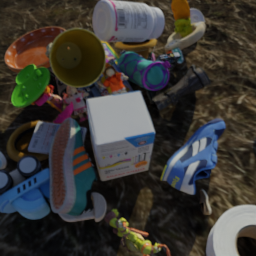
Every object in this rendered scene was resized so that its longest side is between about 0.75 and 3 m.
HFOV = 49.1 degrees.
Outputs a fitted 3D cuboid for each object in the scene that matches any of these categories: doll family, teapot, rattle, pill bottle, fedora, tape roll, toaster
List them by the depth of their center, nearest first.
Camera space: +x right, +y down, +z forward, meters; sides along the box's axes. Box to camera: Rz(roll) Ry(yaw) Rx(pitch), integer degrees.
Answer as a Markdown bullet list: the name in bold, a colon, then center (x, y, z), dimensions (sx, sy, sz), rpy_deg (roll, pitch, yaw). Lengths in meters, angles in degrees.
- **tape roll**: center (3.242, 3.209, 7.164), dimensions (2.325, 0.813, 2.325), rpy_deg (0, 50, 0)
- **fedora**: center (-3.042, 0.587, 9.343), dimensions (1.835, 0.748, 1.835), rpy_deg (0, 50, 0)
- **doll family**: center (-1.058, -1.392, 9.969), dimensions (2.588, 1.606, 1.166), rpy_deg (-21, 11, 22)
- **pill bottle**: center (0.058, -4.007, 10.652), dimensions (2.519, 1.428, 1.428), rpy_deg (-11, 49, -34)
- **toaster**: center (-2.926, -1.970, 11.049), dimensions (1.530, 1.383, 0.908), rpy_deg (33, 55, 23)
- **rattle**: center (2.109, -4.279, 12.380), dimensions (1.849, 2.029, 2.840), rpy_deg (25, 60, 38)
- **fedora**: center (0.365, -3.521, 12.545), dimensions (1.980, 0.807, 1.980), rpy_deg (-6, 33, 4)
- **teapot**: center (3.159, -5.280, 14.071), dimensions (1.240, 0.906, 1.224), rpy_deg (13, 75, -16)

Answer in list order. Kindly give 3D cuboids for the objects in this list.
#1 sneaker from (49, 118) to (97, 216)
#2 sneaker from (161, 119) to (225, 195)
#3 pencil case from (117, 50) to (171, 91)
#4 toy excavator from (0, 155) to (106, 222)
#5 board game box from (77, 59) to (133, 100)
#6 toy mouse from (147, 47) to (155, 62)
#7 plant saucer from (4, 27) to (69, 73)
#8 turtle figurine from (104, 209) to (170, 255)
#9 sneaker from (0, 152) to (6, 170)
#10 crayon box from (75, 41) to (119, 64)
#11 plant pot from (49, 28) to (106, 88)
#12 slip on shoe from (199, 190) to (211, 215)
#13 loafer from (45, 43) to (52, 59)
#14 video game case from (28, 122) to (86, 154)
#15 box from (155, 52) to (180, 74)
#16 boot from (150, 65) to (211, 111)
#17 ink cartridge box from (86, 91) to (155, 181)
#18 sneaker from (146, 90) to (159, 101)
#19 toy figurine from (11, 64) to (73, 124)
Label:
- **sneaker**: center (-1.534, 1.091, 8.050), dimensions (1.026, 1.148, 2.874), rpy_deg (-28, 52, 33)
- **sneaker**: center (2.332, 0.902, 8.929), dimensions (1.212, 1.090, 2.947), rpy_deg (36, 67, 25)
- **pencil case**: center (0.496, -2.226, 10.668), dimensions (1.203, 1.108, 2.604), rpy_deg (-44, 34, -2)
- **toy excavator**: center (-2.252, 2.046, 8.023), dimensions (2.525, 1.297, 2.597), rpy_deg (-30, 70, -21)
- **board game box**: center (-0.661, -1.432, 10.792), dimensions (1.843, 0.569, 1.844), rpy_deg (45, 69, 7)
- **toy mouse**: center (0.958, -2.822, 11.524), dimensions (0.222, 1.021, 1.148), rpy_deg (23, 8, -11)
- **plant saucer**: center (-3.401, -2.944, 10.658), dimensions (2.575, 0.416, 2.575), rpy_deg (-9, 50, 10)
- **turtle figurine**: center (0.138, 2.823, 7.142), dimensions (0.654, 2.032, 1.639), rpy_deg (-54, 34, -13)
- **sneaker**: center (-4.808, 0.883, 8.926), dimensions (1.844, 0.682, 0.756), rpy_deg (26, 22, 10)
- **crayon box**: center (-1.381, -3.070, 12.331), dimensions (1.450, 0.711, 2.442), rpy_deg (-23, 55, -17)
- **plant pot**: center (-1.732, -2.251, 8.868), dimensions (1.736, 1.736, 1.232), rpy_deg (-24, 28, -18)
- **slip on shoe**: center (2.240, 2.209, 8.337), dimensions (0.231, 0.290, 0.763), rpy_deg (-3, 58, -11)
- **loafer**: center (-2.725, -2.745, 9.882), dimensions (0.374, 0.414, 1.094), rpy_deg (41, 20, -15)
- **video game case**: center (-2.221, 0.369, 8.927), dimensions (1.599, 0.144, 1.145), rpy_deg (8, 50, -3)
- **box**: center (1.478, -2.563, 11.511), dimensions (0.967, 1.217, 0.280), rpy_deg (-16, 70, -23)
- **boot**: center (1.819, -1.463, 10.730), dimensions (2.229, 2.560, 0.886), rpy_deg (-31, 98, 8)
- **ink cartridge box**: center (-0.268, 0.307, 8.563), dimensions (1.654, 2.247, 1.625), rpy_deg (-11, 57, -9)
- **sneaker**: center (1.047, -1.522, 11.189), dimensions (0.593, 0.395, 1.035), rpy_deg (-18, 41, 27)
- **toy figurine**: center (-2.681, -0.960, 9.389), dimensions (1.519, 1.863, 2.024), rpy_deg (-41, 46, 3)
